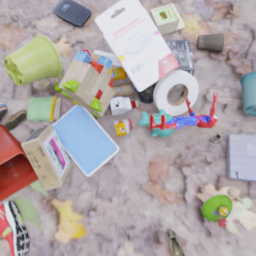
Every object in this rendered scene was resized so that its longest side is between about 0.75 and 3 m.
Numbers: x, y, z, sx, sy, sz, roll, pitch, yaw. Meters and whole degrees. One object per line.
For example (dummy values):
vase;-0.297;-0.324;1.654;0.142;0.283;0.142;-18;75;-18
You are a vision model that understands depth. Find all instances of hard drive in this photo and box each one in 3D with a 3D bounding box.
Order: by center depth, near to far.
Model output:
hard drive;-2.593;-5.348;13.044;1.631;0.345;1.100;30;73;10

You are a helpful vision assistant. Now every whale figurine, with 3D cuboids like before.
whale figurine;1.152;-0.154;10.710;1.438;0.746;1.144;17;101;-17

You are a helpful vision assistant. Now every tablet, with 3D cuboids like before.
tablet;-1.738;0.438;10.957;1.660;0.174;2.551;-41;77;-4

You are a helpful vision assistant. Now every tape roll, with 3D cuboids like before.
tape roll;1.880;-1.338;10.958;1.841;1.841;0.336;-24;34;-8

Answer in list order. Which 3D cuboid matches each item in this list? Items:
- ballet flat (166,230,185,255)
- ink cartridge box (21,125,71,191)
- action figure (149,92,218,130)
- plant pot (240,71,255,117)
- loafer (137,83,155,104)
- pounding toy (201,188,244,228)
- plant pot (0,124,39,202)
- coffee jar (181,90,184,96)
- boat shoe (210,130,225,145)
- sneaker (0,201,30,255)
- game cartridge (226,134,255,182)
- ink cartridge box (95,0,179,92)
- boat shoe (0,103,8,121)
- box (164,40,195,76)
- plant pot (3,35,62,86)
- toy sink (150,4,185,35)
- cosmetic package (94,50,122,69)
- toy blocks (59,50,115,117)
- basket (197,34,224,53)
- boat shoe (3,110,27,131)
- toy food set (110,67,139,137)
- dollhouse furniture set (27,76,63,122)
ballet flat;1.722;4.326;9.615;0.547;0.377;1.625;-16;71;-6
ink cartridge box;-2.764;0.989;9.742;0.688;1.508;1.831;-19;108;9
action figure;2.202;-0.630;10.055;2.967;0.968;1.469;1;93;-33
plant pot;5.073;-1.259;10.913;1.405;1.405;1.376;11;68;4
loafer;0.675;-2.416;11.672;0.984;0.977;2.703;-13;70;-4
pounding toy;3.320;2.847;9.614;1.463;0.679;1.129;-36;116;8
plant pot;-4.548;1.139;9.975;2.070;2.069;1.825;-31;61;-9
coffee jar;2.524;-1.615;11.739;0.397;0.325;0.762;26;73;9
boat shoe;3.584;0.353;11.089;0.794;0.236;0.285;-38;72;-12
sneaker;-4.115;3.636;9.769;0.888;0.806;2.092;-28;66;5
game cartridge;5.193;1.201;10.684;2.791;0.536;1.809;6;67;2
ink cartridge box;0.295;-3.015;10.162;1.728;1.001;2.967;-32;99;5
boat shoe;-5.480;0.131;10.908;0.890;0.888;2.459;41;85;8
box;1.953;-2.969;11.923;1.477;0.451;1.865;-1;56;-1
plant pot;-3.520;-2.305;10.141;1.669;1.669;1.535;41;52;13
toy sink;1.808;-4.933;12.649;1.448;0.811;0.944;-16;71;-6
cosmetic package;-0.881;-2.941;12.194;1.339;0.339;0.553;14;67;5
toy blocks;-1.137;-1.624;9.428;1.338;2.677;1.830;22;80;25
basket;3.601;-3.750;12.309;1.053;0.716;0.949;5;52;7
boat shoe;-4.583;-0.304;11.281;1.146;0.412;0.390;-34;45;-3
toy food set;-0.078;-0.955;10.950;1.256;1.333;2.792;-11;66;-4
dollhouse furniture set;-3.424;-1.598;11.360;1.331;1.028;2.663;0;71;1
